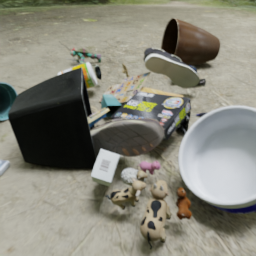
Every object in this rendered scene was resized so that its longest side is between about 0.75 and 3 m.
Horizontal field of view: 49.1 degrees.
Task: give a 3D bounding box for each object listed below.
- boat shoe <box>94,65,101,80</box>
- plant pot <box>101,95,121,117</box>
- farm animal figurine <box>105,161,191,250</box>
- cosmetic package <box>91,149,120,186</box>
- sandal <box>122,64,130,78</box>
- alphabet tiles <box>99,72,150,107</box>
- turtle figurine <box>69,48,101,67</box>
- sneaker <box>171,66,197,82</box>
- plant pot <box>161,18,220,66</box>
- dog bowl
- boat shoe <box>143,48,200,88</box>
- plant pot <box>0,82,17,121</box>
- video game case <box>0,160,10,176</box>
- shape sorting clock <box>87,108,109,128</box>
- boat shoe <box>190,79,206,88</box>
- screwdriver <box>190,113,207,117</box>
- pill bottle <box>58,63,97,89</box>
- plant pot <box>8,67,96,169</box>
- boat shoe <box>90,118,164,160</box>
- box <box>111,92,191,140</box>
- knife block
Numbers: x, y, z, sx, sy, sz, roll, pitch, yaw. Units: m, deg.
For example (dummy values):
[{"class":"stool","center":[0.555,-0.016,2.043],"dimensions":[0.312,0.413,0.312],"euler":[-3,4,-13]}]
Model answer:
[{"class":"boat shoe","center":[-1.410,-2.608,13.331],"dimensions":[0.315,0.843,0.280],"euler":[-26,59,-20]},{"class":"plant pot","center":[-0.725,-0.900,10.819],"dimensions":[0.578,0.578,0.818],"euler":[-3,44,-27]},{"class":"farm animal figurine","center":[0.414,1.428,6.093],"dimensions":[1.464,0.912,1.813],"euler":[-38,51,-14]},{"class":"cosmetic package","center":[-0.552,0.991,6.735],"dimensions":[0.492,1.212,0.684],"euler":[18,75,1]},{"class":"sandal","center":[-0.178,-2.679,13.511],"dimensions":[0.268,0.814,0.298],"euler":[-35,21,-23]},{"class":"alphabet tiles","center":[-0.246,-1.570,11.684],"dimensions":[2.142,0.081,1.791],"euler":[-6,43,40]},{"class":"turtle figurine","center":[-2.667,-4.197,16.644],"dimensions":[2.054,1.034,1.537],"euler":[0,29,-11]},{"class":"sneaker","center":[2.936,-2.821,14.383],"dimensions":[1.145,0.748,2.047],"euler":[9,30,17]},{"class":"plant pot","center":[3.686,-4.717,16.212],"dimensions":[2.871,2.684,2.684],"euler":[4,28,-14]},{"class":"dog bowl","center":[2.467,0.740,6.594],"dimensions":[2.400,0.945,2.400],"euler":[-20,53,28]},{"class":"boat shoe","center":[1.862,-2.566,11.964],"dimensions":[2.822,1.042,0.851],"euler":[16,45,-25]},{"class":"plant pot","center":[-5.265,-1.050,10.779],"dimensions":[1.402,1.432,1.432],"euler":[6,29,31]},{"class":"video game case","center":[-4.410,1.384,7.557],"dimensions":[1.626,0.209,1.788],"euler":[6,30,9]},{"class":"shape sorting clock","center":[-1.520,-0.072,8.655],"dimensions":[2.104,0.413,2.104],"euler":[-33,9,6]},{"class":"boat shoe","center":[3.202,-2.197,13.687],"dimensions":[1.255,0.358,0.420],"euler":[-7,30,-12]},{"class":"screwdriver","center":[2.555,-0.487,10.938],"dimensions":[1.174,0.164,0.171],"euler":[-5,-2,0]},{"class":"pill bottle","center":[-2.469,-2.092,12.493],"dimensions":[1.960,1.088,1.088],"euler":[-19,31,1]},{"class":"plant pot","center":[-2.158,-0.182,8.382],"dimensions":[2.108,2.371,2.376],"euler":[-11,30,-4]},{"class":"boat shoe","center":[-0.279,0.136,7.760],"dimensions":[2.912,1.085,1.068],"euler":[-10,29,36]},{"class":"box","center":[0.740,-0.475,9.089],"dimensions":[2.075,0.459,1.662],"euler":[14,46,36]},{"class":"knife block","center":[1.078,-0.564,10.293],"dimensions":[2.586,0.827,2.270],"euler":[16,32,21]}]
